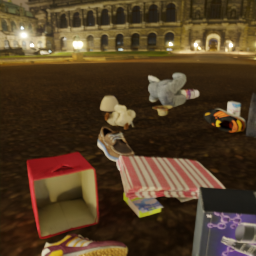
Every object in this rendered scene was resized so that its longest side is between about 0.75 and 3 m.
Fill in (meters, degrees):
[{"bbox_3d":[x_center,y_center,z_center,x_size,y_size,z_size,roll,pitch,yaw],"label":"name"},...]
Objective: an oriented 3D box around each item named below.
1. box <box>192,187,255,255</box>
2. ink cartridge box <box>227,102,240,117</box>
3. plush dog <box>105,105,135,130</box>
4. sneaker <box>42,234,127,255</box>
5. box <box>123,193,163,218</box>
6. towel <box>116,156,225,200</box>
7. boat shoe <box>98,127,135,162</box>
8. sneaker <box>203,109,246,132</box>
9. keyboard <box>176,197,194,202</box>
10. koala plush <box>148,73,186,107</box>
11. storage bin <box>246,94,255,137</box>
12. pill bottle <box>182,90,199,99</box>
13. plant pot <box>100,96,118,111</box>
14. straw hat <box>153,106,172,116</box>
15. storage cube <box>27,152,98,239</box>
[{"bbox_3d":[1.856,2.027,4.974,1.296,1.837,0.724,3,25,10],"label":"box"},{"bbox_3d":[5.927,-0.996,15.747,0.358,0.846,0.611,-14,22,-25],"label":"ink cartridge box"},{"bbox_3d":[-0.489,-0.443,14.212,1.254,1.172,1.461,-4,-16,34],"label":"plush dog"},{"bbox_3d":[-0.881,2.450,5.687,1.693,0.635,0.763,-4,25,-13],"label":"sneaker"},{"bbox_3d":[0.394,2.024,7.562,0.659,0.258,1.081,-9,20,-24],"label":"box"},{"bbox_3d":[1.219,1.511,8.599,2.995,0.448,2.192,5,17,-11],"label":"towel"},{"bbox_3d":[-0.557,0.596,10.871,0.876,0.878,2.426,-12,22,-31],"label":"boat shoe"},{"bbox_3d":[4.539,-0.376,13.868,1.070,0.831,2.377,-10,23,-35],"label":"sneaker"},{"bbox_3d":[1.842,1.971,8.092,0.899,0.048,0.253,-8,15,-23],"label":"keyboard"},{"bbox_3d":[2.269,-2.507,18.511,2.216,2.139,2.412,-29,36,-35],"label":"koala plush"},{"bbox_3d":[6.328,-0.603,13.251,1.146,1.652,2.444,8,20,23],"label":"storage bin"},{"bbox_3d":[4.487,-2.440,20.335,1.214,0.676,0.676,-8,20,-22],"label":"pill bottle"},{"bbox_3d":[-1.152,-1.563,17.521,1.187,0.797,1.187,0,19,0],"label":"plant pot"},{"bbox_3d":[1.985,-0.956,16.184,1.151,0.487,1.151,-4,14,1],"label":"straw hat"},{"bbox_3d":[-1.651,1.542,6.945,1.408,1.648,1.481,-9,14,-23],"label":"storage cube"}]
